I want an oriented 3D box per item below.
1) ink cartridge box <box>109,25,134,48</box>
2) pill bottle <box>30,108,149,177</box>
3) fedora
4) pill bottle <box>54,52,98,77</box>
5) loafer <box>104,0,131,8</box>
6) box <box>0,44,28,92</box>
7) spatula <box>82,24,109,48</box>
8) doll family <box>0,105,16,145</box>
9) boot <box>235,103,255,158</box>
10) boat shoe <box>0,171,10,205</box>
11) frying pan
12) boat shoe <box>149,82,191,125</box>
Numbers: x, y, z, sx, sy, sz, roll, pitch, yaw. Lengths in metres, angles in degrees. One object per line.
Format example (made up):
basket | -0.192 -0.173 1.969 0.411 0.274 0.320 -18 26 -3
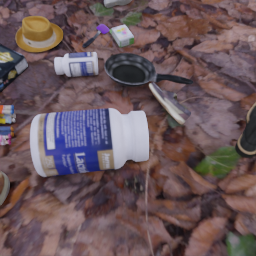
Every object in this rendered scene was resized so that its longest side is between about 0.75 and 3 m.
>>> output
ink cartridge box | -0.269 -3.611 10.730 0.577 0.329 1.111 -21 60 -13
pill bottle | -0.945 0.330 7.395 2.846 1.647 1.647 -6 57 -3
fedora | -3.401 -3.658 10.514 1.843 0.752 1.843 0 57 1
pill bottle | -1.740 -2.148 9.525 1.398 0.776 0.776 -4 57 -3
loafer | -0.461 -5.405 11.849 1.138 0.398 0.397 -11 66 -6
box | -5.020 -2.159 9.654 2.410 0.554 1.915 28 61 17
spatula | -1.261 -3.525 10.772 0.422 0.153 1.492 37 65 2
doll family | -3.891 -0.041 8.361 0.904 0.656 1.456 1 75 -7
boot | 3.907 -0.327 7.918 0.842 1.503 2.173 24 60 14
boat shoe | -3.812 2.171 6.598 1.063 1.007 2.806 6 57 4
frying pan | 0.593 -1.895 9.282 2.760 0.449 1.669 0 48 -11
boat shoe | 1.289 -0.853 8.680 0.547 0.607 1.688 -40 64 8
